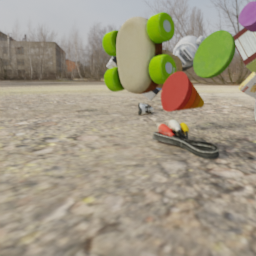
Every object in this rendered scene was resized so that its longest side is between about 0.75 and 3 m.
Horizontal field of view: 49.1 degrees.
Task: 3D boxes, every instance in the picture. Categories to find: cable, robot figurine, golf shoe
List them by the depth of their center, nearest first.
[{"bbox_3d":[1.645,0.270,8.676,1.330,0.689,2.738,-3,12,-15],"label":"cable"},{"bbox_3d":[2.483,-3.192,11.603,1.566,1.043,1.847,-33,13,34],"label":"robot figurine"},{"bbox_3d":[0.961,-1.059,15.381,0.794,0.654,1.681,2,13,11],"label":"golf shoe"}]

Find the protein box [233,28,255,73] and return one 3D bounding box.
[{"bbox_3d":[4.874,-2.602,8.789,2.088,1.419,2.104,22,-45,-36],"label":"protein box"}]

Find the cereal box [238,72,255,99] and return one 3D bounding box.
[{"bbox_3d":[3.669,-1.158,7.983,0.850,0.612,0.168,20,38,-21],"label":"cereal box"}]

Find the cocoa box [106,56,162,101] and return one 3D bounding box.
[{"bbox_3d":[0.576,-2.460,10.803,2.190,1.437,1.460,36,36,-12],"label":"cocoa box"}]

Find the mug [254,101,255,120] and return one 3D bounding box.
[{"bbox_3d":[6.940,-0.619,11.568,2.517,1.679,2.234,3,36,-4],"label":"mug"}]

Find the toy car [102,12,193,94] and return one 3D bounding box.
[{"bbox_3d":[0.875,-1.928,7.987,2.506,1.977,2.058,-4,2,-45],"label":"toy car"}]

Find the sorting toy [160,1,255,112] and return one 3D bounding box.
[{"bbox_3d":[1.737,-1.125,5.346,0.886,2.574,0.892,18,44,-30],"label":"sorting toy"}]
